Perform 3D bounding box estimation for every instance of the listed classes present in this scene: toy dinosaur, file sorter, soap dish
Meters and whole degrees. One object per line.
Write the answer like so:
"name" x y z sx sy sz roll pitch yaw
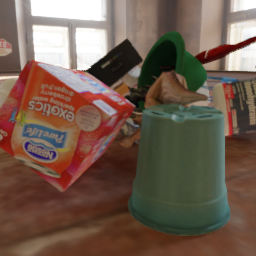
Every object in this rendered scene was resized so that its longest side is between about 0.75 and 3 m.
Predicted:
"toy dinosaur" 0.717 -0.463 5.063 1.089 1.719 2.537 22 -20 2
"file sorter" 2.661 -0.887 8.691 0.864 1.409 0.978 6 14 -5
"soap dish" -0.821 -1.736 11.791 1.943 0.789 1.529 -39 43 -20

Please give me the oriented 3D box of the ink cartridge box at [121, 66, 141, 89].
"ink cartridge box" 0.412 -1.823 10.975 0.492 1.162 0.840 -43 9 43

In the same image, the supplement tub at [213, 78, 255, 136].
"supplement tub" 3.240 -0.577 7.126 1.975 1.386 1.386 -8 12 16

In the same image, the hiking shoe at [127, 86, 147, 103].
"hiking shoe" 0.458 -0.949 7.702 0.992 0.499 0.376 4 -31 -36

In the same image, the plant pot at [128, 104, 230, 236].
"plant pot" 0.707 0.432 3.801 1.408 1.379 1.408 0 14 0

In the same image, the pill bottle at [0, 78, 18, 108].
"pill bottle" -2.505 -0.669 7.809 1.526 1.526 2.755 10 18 35

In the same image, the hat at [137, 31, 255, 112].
"hat" 2.008 -1.389 8.358 2.539 2.389 2.884 11 -23 -24

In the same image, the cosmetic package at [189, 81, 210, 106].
"cosmetic package" 1.735 -1.492 10.584 2.631 0.666 1.086 11 54 -17

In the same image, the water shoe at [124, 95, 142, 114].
"water shoe" 0.819 -0.805 9.572 2.202 0.787 0.869 -2 -11 35

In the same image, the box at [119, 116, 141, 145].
"box" 0.680 0.063 6.978 1.390 0.423 1.724 -7 18 -23

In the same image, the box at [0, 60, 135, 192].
"box" -0.867 -0.165 4.812 1.326 1.270 2.661 35 11 2

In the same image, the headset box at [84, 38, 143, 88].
"headset box" -0.622 -2.276 10.433 1.846 0.984 2.121 -39 14 -5
